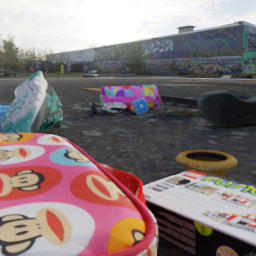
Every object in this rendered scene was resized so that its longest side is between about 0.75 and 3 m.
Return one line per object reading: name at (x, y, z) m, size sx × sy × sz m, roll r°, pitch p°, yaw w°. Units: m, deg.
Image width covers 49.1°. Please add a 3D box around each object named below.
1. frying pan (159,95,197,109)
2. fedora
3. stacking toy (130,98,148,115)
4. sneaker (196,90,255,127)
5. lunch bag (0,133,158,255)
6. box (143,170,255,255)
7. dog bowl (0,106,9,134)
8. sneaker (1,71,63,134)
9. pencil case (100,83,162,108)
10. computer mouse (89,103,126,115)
frying pan at (2.386, -0.961, 10.608) m, size 2.832 × 0.461 × 1.713 m, roll 4°, pitch 7°, yaw -41°
fedora at (1.181, 0.601, 4.289) m, size 0.917 × 0.374 × 0.917 m, roll -2°, pitch 11°, yaw 0°
stacking toy at (0.314, -0.759, 10.516) m, size 0.514 × 0.544 × 0.937 m, roll -24°, pitch 5°, yaw -21°
sneaker at (2.962, -0.633, 8.563) m, size 2.704 × 1.034 × 1.549 m, roll -2°, pitch 10°, yaw -25°
lunch bag at (-1.001, 0.692, 2.153) m, size 2.336 × 1.086 × 2.652 m, roll -6°, pitch 13°, yaw -24°
box at (1.045, 0.871, 2.631) m, size 1.133 × 0.357 × 2.059 m, roll -9°, pitch 10°, yaw -37°
dog bowl at (-3.993, -0.068, 6.665) m, size 2.747 × 0.681 × 1.531 m, roll -10°, pitch 15°, yaw -40°
sneaker at (-2.112, -0.393, 6.881) m, size 1.127 × 1.325 × 2.905 m, roll -33°, pitch 29°, yaw 11°
pencil case at (0.097, -1.249, 11.368) m, size 2.429 × 1.073 × 1.073 m, roll -5°, pitch 13°, yaw -13°
computer mouse at (-0.726, -0.698, 10.232) m, size 1.354 × 0.297 × 0.742 m, roll -2°, pitch 26°, yaw -21°
